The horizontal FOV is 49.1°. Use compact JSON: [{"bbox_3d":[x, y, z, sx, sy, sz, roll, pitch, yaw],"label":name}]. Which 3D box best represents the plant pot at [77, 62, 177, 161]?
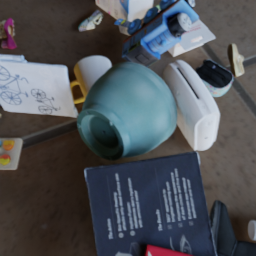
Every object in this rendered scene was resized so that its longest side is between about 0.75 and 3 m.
[{"bbox_3d":[-0.243,-0.215,7.641,2.636,2.636,1.766,33,48,17],"label":"plant pot"}]

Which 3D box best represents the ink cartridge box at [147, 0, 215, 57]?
[{"bbox_3d":[1.983,-3.745,10.847,1.488,0.855,2.540,-25,63,-14],"label":"ink cartridge box"}]

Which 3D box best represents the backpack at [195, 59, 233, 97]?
[{"bbox_3d":[2.933,-1.641,9.659,1.205,0.907,1.070,35,66,25],"label":"backpack"}]

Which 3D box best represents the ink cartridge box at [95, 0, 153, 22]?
[{"bbox_3d":[-0.297,-5.618,11.510,1.471,1.509,2.348,-40,69,-20],"label":"ink cartridge box"}]

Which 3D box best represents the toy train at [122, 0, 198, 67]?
[{"bbox_3d":[1.013,-3.233,9.464,1.230,2.838,1.621,27,53,-37],"label":"toy train"}]

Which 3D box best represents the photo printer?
[{"bbox_3d":[1.800,-0.631,8.149,0.865,2.490,2.072,-26,62,1],"label":"photo printer"}]

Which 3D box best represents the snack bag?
[{"bbox_3d":[-2.926,-1.205,8.509,2.638,2.487,0.282,5,57,2],"label":"snack bag"}]

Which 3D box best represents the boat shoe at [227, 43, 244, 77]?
[{"bbox_3d":[3.800,-2.405,9.819,0.410,1.261,0.455,-22,30,4],"label":"boat shoe"}]

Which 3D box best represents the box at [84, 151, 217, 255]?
[{"bbox_3d":[0.460,2.080,6.800,2.660,1.562,2.616,-8,82,-5],"label":"box"}]

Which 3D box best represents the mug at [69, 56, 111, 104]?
[{"bbox_3d":[-1.158,-1.431,9.571,1.293,1.615,1.326,0,66,-37],"label":"mug"}]

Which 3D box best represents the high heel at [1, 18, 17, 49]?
[{"bbox_3d":[-4.538,-3.696,10.997,0.625,0.438,1.299,4,83,12],"label":"high heel"}]

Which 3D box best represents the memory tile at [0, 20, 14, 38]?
[{"bbox_3d":[-5.055,-4.048,11.471,0.750,0.082,0.978,-12,62,-6],"label":"memory tile"}]

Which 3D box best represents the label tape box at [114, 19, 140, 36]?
[{"bbox_3d":[-0.042,-3.933,10.983,0.924,0.306,0.662,18,42,5],"label":"label tape box"}]

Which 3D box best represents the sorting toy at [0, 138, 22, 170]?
[{"bbox_3d":[-3.973,0.786,8.723,1.141,0.208,1.056,1,61,0],"label":"sorting toy"}]

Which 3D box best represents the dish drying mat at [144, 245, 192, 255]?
[{"bbox_3d":[1.244,3.035,5.827,1.944,0.177,0.747,15,80,0],"label":"dish drying mat"}]

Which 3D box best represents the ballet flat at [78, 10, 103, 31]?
[{"bbox_3d":[-1.467,-4.315,11.424,0.470,0.470,1.307,32,67,16],"label":"ballet flat"}]

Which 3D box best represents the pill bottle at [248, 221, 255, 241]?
[{"bbox_3d":[3.841,2.760,7.378,1.167,0.655,0.655,5,61,3],"label":"pill bottle"}]

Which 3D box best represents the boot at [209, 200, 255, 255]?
[{"bbox_3d":[3.216,2.999,7.165,2.265,0.743,1.867,9,72,10],"label":"boot"}]
